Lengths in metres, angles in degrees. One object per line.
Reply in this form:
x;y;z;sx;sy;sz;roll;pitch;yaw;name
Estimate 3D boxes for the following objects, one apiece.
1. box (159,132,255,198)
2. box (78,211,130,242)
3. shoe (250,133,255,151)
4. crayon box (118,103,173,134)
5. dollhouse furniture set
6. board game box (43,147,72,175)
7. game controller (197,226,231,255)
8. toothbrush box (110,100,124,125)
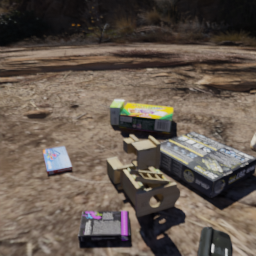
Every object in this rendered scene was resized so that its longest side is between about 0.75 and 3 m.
2.654;1.135;10.180;2.395;0.730;2.971;-15;27;-34;box
-0.613;2.587;7.408;1.306;0.236;0.934;1;22;-2;box
5.760;0.459;12.079;0.622;0.475;1.778;16;28;33;shoe
0.946;-0.548;13.924;2.474;0.721;2.135;7;22;8;crayon box
0.396;0.939;8.706;1.406;2.237;2.529;-9;26;-22;dollhouse furniture set
-2.728;1.213;10.706;0.885;0.167;1.720;-8;24;-19;board game box
2.051;2.930;6.636;0.757;0.306;1.452;22;28;12;game controller
-0.549;-0.824;14.487;0.562;0.950;1.304;4;24;9;toothbrush box
